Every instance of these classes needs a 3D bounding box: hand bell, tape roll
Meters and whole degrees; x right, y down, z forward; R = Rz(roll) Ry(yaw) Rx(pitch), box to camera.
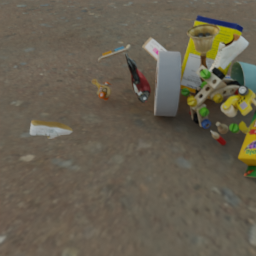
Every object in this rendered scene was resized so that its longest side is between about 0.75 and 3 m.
[{"bbox_3d":[2.591,-2.408,9.594,1.012,1.943,1.012,-9,41,7],"label":"hand bell"},{"bbox_3d":[1.367,-1.552,9.972,0.751,2.274,2.274,4,37,3],"label":"tape roll"}]

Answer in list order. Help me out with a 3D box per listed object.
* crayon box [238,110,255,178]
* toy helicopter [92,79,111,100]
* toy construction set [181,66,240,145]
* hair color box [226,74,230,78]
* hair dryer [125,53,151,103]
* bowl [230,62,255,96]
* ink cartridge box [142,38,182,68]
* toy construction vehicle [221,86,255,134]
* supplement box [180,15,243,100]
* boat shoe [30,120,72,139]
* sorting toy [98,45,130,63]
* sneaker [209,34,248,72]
[{"bbox_3d":[3.864,0.357,7.602,1.312,0.525,2.067,-8,53,62],"label":"crayon box"},{"bbox_3d":[-1.047,-1.629,11.101,1.038,0.686,0.409,44,12,22],"label":"toy helicopter"},{"bbox_3d":[2.585,-0.812,8.872,1.989,1.832,2.385,-23,60,28],"label":"toy construction set"},{"bbox_3d":[4.554,-2.148,12.425,0.849,0.271,0.471,6,40,3],"label":"hair color box"},{"bbox_3d":[0.384,-1.865,10.071,0.617,1.729,2.270,-17,13,1],"label":"hair dryer"},{"bbox_3d":[4.513,-1.817,10.664,0.780,1.491,1.491,-7,37,2],"label":"bowl"},{"bbox_3d":[1.462,-2.909,11.630,1.281,0.584,1.555,27,22,-46],"label":"ink cartridge box"},{"bbox_3d":[4.150,-0.993,8.348,2.212,2.541,0.895,26,23,-53],"label":"toy construction vehicle"},{"bbox_3d":[3.116,-2.682,10.774,1.494,2.745,1.503,24,23,23],"label":"supplement box"},{"bbox_3d":[-1.895,0.078,6.874,1.104,0.383,0.391,10,18,-44],"label":"boat shoe"},{"bbox_3d":[-0.559,-2.790,10.413,1.271,0.232,1.176,-24,14,1],"label":"sorting toy"},{"bbox_3d":[2.948,-2.281,8.844,0.661,1.560,0.568,37,26,-10],"label":"sneaker"}]
